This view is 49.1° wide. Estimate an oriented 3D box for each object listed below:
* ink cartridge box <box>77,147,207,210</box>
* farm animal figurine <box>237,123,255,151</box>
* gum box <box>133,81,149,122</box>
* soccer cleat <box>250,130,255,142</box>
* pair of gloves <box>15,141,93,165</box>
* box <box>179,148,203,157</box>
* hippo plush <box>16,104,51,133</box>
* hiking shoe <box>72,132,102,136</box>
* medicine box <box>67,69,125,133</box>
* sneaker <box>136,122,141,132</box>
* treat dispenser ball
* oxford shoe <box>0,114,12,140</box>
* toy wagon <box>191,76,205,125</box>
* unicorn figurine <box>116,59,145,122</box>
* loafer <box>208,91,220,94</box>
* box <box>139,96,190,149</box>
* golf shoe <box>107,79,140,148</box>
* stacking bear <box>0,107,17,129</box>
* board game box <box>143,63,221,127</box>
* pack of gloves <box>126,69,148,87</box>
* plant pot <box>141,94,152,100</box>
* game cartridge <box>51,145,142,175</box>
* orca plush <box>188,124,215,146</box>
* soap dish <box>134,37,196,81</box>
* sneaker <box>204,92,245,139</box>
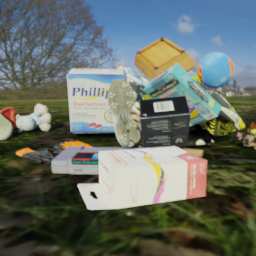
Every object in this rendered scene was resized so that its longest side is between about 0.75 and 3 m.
[{"bbox_3d":[0.229,0.990,6.025,2.478,0.836,1.443,-3,9,-19],"label":"ink cartridge box"},{"bbox_3d":[4.341,0.408,9.796,0.913,0.569,1.131,33,-30,7],"label":"farm animal figurine"},{"bbox_3d":[1.474,-1.122,13.998,2.835,2.409,0.632,0,30,5],"label":"gum box"},{"bbox_3d":[4.790,0.239,10.481,0.401,0.310,0.958,-32,4,37],"label":"soccer cleat"},{"bbox_3d":[-2.320,0.772,9.341,2.126,0.295,2.386,8,13,43],"label":"pair of gloves"},{"bbox_3d":[1.718,0.786,9.262,1.462,0.156,1.195,2,1,17],"label":"box"},{"bbox_3d":[-4.852,-0.481,13.981,1.744,1.389,1.402,8,11,40],"label":"hippo plush"},{"bbox_3d":[-1.786,0.151,13.042,1.511,0.572,0.760,-4,22,11],"label":"hiking shoe"},{"bbox_3d":[-1.301,-1.191,12.114,2.351,2.581,1.329,0,24,0],"label":"medicine box"},{"bbox_3d":[-0.587,-0.373,13.667,2.804,1.149,1.048,8,9,5],"label":"sneaker"},{"bbox_3d":[2.953,-1.947,9.519,1.189,1.189,1.189,0,9,0],"label":"treat dispenser ball"},{"bbox_3d":[-6.152,-0.012,13.032,1.119,0.859,2.975,1,21,-39],"label":"oxford shoe"},{"bbox_3d":[3.068,-1.350,12.313,0.467,1.832,2.361,-7,29,10],"label":"toy wagon"},{"bbox_3d":[0.209,-1.692,12.974,2.035,2.962,1.094,11,11,27],"label":"unicorn figurine"},{"bbox_3d":[3.070,-1.126,10.762,1.205,0.428,0.440,-25,55,-10],"label":"loafer"},{"bbox_3d":[1.029,-0.119,8.106,1.350,1.372,0.806,-5,45,3],"label":"box"},{"bbox_3d":[-0.230,-0.406,8.586,0.842,2.150,1.045,-3,-17,-12],"label":"golf shoe"},{"bbox_3d":[-7.044,-0.413,15.043,1.913,1.162,1.088,-4,7,35],"label":"stacking bear"},{"bbox_3d":[1.587,-0.880,8.398,1.888,0.443,1.425,40,-30,-15],"label":"board game box"},{"bbox_3d":[0.538,-2.134,11.989,1.327,0.262,1.115,29,24,-19],"label":"pack of gloves"},{"bbox_3d":[1.825,-0.918,12.654,1.889,1.962,1.962,-22,7,5],"label":"plant pot"},{"bbox_3d":[-0.568,0.882,8.052,2.828,0.543,1.833,0,4,2],"label":"game cartridge"},{"bbox_3d":[2.371,0.197,10.526,2.342,0.832,1.232,-2,7,-19],"label":"orca plush"},{"bbox_3d":[1.562,-3.067,12.848,2.005,1.035,2.548,-31,43,-4],"label":"soap dish"},{"bbox_3d":[3.194,-0.246,9.768,2.857,1.209,1.064,27,29,-49],"label":"sneaker"}]
